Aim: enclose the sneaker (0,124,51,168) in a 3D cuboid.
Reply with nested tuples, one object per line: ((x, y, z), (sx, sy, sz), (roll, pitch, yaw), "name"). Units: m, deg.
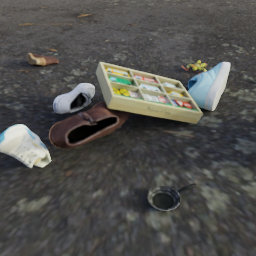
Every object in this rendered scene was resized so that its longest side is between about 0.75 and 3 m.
((-2.046, 0.410, 5.632), (0.619, 1.618, 0.654), (-41, 75, -1), "sneaker")

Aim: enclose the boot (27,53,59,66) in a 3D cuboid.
((-3.521, -2.806, 11.536), (0.972, 0.423, 1.168), (-12, 32, -39), "boot")

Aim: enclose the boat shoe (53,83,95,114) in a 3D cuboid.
((-1.355, -0.806, 7.998), (0.578, 0.651, 1.770), (10, 32, 24), "boat shoe")

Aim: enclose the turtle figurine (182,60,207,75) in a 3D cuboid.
((2.665, -2.416, 10.885), (1.002, 0.323, 0.808), (22, 39, 29), "turtle figurine")

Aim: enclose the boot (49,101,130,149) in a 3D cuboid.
((-0.572, -0.097, 6.237), (2.276, 0.824, 1.893), (-23, 10, -25), "boot")

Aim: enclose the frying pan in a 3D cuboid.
((0.809, 1.274, 5.483), (0.622, 0.167, 1.028), (27, 40, 33), "frying pan")

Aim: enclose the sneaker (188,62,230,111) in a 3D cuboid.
((2.542, -1.521, 8.958), (1.080, 0.974, 2.636), (19, 37, 19), "sneaker")

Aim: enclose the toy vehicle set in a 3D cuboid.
((0.548, -0.933, 7.487), (2.643, 0.350, 1.642), (8, 37, -26), "toy vehicle set")
